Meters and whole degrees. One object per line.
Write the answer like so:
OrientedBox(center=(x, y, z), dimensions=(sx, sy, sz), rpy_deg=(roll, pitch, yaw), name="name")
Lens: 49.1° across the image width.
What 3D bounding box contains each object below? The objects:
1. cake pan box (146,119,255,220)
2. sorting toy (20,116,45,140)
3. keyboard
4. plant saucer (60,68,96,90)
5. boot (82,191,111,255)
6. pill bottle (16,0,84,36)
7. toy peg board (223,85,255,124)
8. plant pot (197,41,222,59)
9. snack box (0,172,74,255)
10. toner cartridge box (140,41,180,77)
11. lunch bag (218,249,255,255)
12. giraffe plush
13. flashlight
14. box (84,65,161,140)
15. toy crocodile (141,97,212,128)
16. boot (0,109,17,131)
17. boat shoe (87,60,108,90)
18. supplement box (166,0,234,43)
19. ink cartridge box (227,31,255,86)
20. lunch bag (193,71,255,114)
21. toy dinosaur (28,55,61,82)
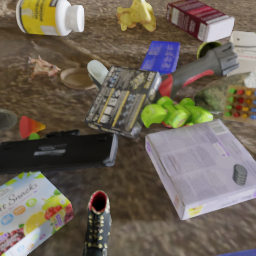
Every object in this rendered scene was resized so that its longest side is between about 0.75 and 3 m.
OrientedBox(center=(1.815, 0.840, 6.943), dimensions=(2.205, 0.626, 2.394), rpy_deg=(-12, 45, -15), name="cake pan box")
OrientedBox(center=(-2.335, 0.368, 7.597), dimensions=(0.641, 0.646, 1.862), rpy_deg=(-2, 41, -43), name="sorting toy")
OrientedBox(center=(-1.754, 0.561, 6.690), dimensions=(2.995, 0.384, 1.798), rpy_deg=(-4, 28, 5), name="keyboard")
OrientedBox(center=(-1.633, -1.698, 9.713), dimensions=(1.425, 0.210, 1.425), rpy_deg=(6, 35, -4), name="plant saucer")
OrientedBox(center=(-0.637, 2.010, 5.400), dimensions=(0.496, 1.038, 1.374), rpy_deg=(6, 44, 6), name="boot")
OrientedBox(center=(-3.323, -4.836, 12.224), dimensions=(2.641, 1.479, 1.479), rpy_deg=(5, 44, 6), name="pill bottle")
OrientedBox(center=(2.960, -0.601, 7.238), dimensions=(0.923, 0.927, 0.454), rpy_deg=(12, 11, 29), name="toy peg board")
OrientedBox(center=(2.986, -2.795, 10.483), dimensions=(0.993, 0.993, 1.062), rpy_deg=(0, 23, 0), name="plant pot")
OrientedBox(center=(-2.310, 1.832, 5.879), dimensions=(1.773, 0.600, 1.496), rpy_deg=(-33, 49, -31), name="snack box")
OrientedBox(center=(1.198, -2.433, 10.317), dimensions=(1.114, 0.506, 2.346), rpy_deg=(7, 44, 14), name="toner cartridge box")
OrientedBox(center=(2.174, 3.005, 3.879), dimensions=(2.696, 1.718, 2.293), rpy_deg=(1, 43, -10), name="lunch bag")
OrientedBox(center=(0.273, -5.062, 12.711), dimensions=(1.429, 1.762, 1.520), rpy_deg=(-20, 48, 26), name="giraffe plush")
OrientedBox(center=(1.851, -1.455, 8.381), dimensions=(2.809, 0.951, 0.954), rpy_deg=(-23, 85, 8), name="flashlight")
OrientedBox(center=(-0.149, -0.798, 8.006), dimensions=(1.610, 0.491, 1.998), rpy_deg=(13, 70, 30), name="box")
OrientedBox(center=(1.451, -0.334, 7.831), dimensions=(2.450, 0.756, 0.827), rpy_deg=(-2, 40, -40), name="toy crocodile")
OrientedBox(center=(-4.262, -0.743, 8.623), dimensions=(1.856, 0.741, 2.041), rpy_deg=(-4, 37, -7), name="boot")
OrientedBox(center=(-0.662, -1.383, 9.037), dimensions=(0.665, 0.530, 1.758), rpy_deg=(-33, 85, -14), name="boat shoe")
OrientedBox(center=(3.193, -4.961, 12.775), dimensions=(1.528, 0.855, 2.808), rpy_deg=(-24, 51, -22), name="supplement box")
OrientedBox(center=(4.539, -2.570, 10.253), dimensions=(1.622, 0.936, 2.220), rpy_deg=(10, 45, 10), name="ink cartridge box")
OrientedBox(center=(2.913, -1.040, 8.472), dimensions=(1.603, 0.942, 1.314), rpy_deg=(-4, 20, 36), name="lunch bag")
OrientedBox(center=(-2.982, -2.133, 10.056), dimensions=(1.084, 0.687, 1.600), rpy_deg=(-1, 29, -13), name="toy dinosaur")
